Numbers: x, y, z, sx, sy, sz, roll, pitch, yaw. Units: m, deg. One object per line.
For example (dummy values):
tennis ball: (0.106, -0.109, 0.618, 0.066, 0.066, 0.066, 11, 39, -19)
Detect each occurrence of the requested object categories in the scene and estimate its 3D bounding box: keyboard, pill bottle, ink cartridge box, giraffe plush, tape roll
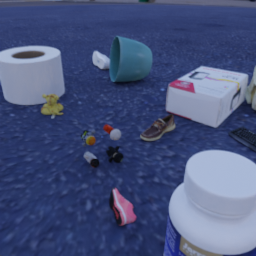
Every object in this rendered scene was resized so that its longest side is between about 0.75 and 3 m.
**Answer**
keyboard: (4.064, 0.419, 8.293, 1.216, 0.197, 1.914, -14, 33, -24)
pill bottle: (1.250, 1.530, 4.205, 1.334, 2.229, 1.334, 0, 29, 0)
ink cartridge box: (2.932, -1.266, 10.299, 2.002, 1.161, 2.712, 20, 37, 32)
giraffe plush: (-2.739, -0.886, 10.018, 0.811, 0.762, 0.940, -10, 31, -17)
tape roll: (-3.901, -2.177, 11.368, 2.461, 1.690, 2.461, 0, 29, 0)

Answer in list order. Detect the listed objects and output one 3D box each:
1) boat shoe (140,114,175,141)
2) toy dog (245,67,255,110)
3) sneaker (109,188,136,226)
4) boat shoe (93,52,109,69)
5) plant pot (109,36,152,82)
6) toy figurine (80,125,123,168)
boat shoe: (0.948, -0.052, 8.772, 1.466, 0.528, 0.529, -23, 37, -35)
toy dog: (5.559, -1.239, 10.024, 2.094, 1.461, 2.030, 5, 44, 7)
sneaker: (-0.125, 1.676, 5.987, 0.423, 0.360, 0.976, 3, 31, -22)
boat shoe: (-1.374, -3.634, 15.088, 0.654, 0.687, 1.909, 2, 22, -29)
plant pot: (0.144, -3.050, 12.810, 1.611, 2.007, 2.007, 2, 28, -18)
toy figurine: (-0.673, 0.490, 7.283, 1.018, 1.034, 0.719, -12, 22, -24)
